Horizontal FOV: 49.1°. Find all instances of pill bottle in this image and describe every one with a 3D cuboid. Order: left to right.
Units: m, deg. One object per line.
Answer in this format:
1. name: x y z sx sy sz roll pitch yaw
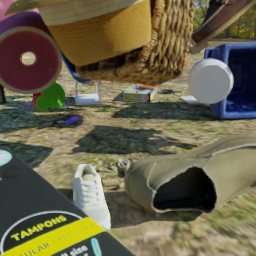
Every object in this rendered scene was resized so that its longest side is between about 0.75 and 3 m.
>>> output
1. pill bottle: 2.036 -1.186 7.037 1.067 1.067 1.843 4 15 12

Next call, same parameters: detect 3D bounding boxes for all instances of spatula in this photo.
1. spatula: -2.174 -0.171 8.899 1.335 0.137 0.377 -14 22 -34

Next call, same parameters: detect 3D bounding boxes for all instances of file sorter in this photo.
1. file sorter: -1.724 -1.595 11.789 1.008 0.904 1.453 -3 19 -11
2. file sorter: 2.696 -1.445 11.823 0.664 0.596 0.957 -5 20 -15

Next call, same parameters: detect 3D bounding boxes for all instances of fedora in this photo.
1. fedora: -0.448 -1.664 4.260 2.754 1.123 2.754 -12 27 6

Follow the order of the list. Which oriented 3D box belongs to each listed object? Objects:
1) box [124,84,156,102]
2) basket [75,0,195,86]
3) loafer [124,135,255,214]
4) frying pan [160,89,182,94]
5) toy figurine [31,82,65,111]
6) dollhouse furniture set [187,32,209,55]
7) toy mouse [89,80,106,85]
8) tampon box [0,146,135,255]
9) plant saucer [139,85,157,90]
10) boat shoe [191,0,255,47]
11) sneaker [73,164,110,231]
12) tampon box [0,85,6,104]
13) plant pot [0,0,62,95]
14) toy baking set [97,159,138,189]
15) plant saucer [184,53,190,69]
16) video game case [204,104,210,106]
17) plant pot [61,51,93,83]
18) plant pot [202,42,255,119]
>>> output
1. box: 0.590 -1.610 12.617 1.164 0.367 2.115 4 20 11
2. basket: 0.058 -2.191 5.430 1.889 2.536 1.810 4 -1 -21
3. loafer: 1.388 0.881 4.698 2.842 1.081 0.959 -13 22 -7
4. frying pan: 2.037 -1.714 13.239 1.003 0.163 0.607 5 21 7
5. toy figurine: -3.351 -1.138 10.961 1.232 1.005 1.338 -1 39 43
6. dollhouse furniture set: 2.356 -3.129 9.974 0.676 0.792 1.528 -27 17 11
7. toy mouse: -1.849 -2.557 15.516 1.159 0.224 1.030 -4 20 -13
8. tampon box: -1.310 1.440 2.114 1.913 1.611 2.553 -17 26 -39
9. plant saucer: 0.883 -1.836 12.496 0.812 0.131 0.812 1 20 0
10. boat shoe: 2.817 -3.501 7.910 2.931 1.031 1.032 -41 12 -8
11. sneaker: -0.651 1.123 4.541 0.568 0.599 1.484 -5 21 -18
12. tampon box: -5.498 -1.590 11.365 0.732 1.159 0.869 -12 23 -31
13. plant pot: -2.087 -1.515 5.379 1.874 1.874 1.678 -10 34 -26
14. toy baking set: -0.076 0.898 5.849 1.250 0.145 0.959 -15 24 -36
15. plant saucer: 1.769 -2.502 10.388 1.027 1.027 0.192 13 -14 33
16. video game case: 3.460 -0.947 11.183 0.623 0.078 0.870 -10 22 -24
17. plant pot: -0.900 -2.987 7.971 2.750 2.473 2.751 -21 43 -13
18. plant pot: 4.010 -1.774 10.085 2.465 2.466 2.217 -4 16 -9
